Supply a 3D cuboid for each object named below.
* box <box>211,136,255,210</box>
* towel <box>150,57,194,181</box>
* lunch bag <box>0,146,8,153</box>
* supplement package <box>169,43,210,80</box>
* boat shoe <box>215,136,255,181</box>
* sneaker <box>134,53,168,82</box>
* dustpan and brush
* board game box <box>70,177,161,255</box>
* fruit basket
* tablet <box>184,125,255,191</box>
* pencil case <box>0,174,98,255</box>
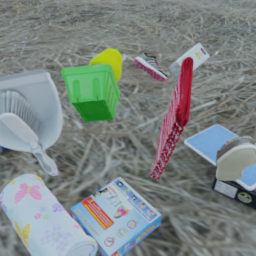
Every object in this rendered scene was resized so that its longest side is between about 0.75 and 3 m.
[{"bbox_3d":[4.430,1.582,8.667,2.966,0.728,2.391,22,45,25],"label":"box"},{"bbox_3d":[0.930,-0.134,6.157,0.273,2.432,1.759,14,52,1],"label":"towel"},{"bbox_3d":[-4.885,-0.011,10.052,1.454,1.493,2.198,-28,48,-29],"label":"lunch bag"},{"bbox_3d":[1.886,-2.047,8.726,0.969,0.537,0.755,-41,6,-10],"label":"supplement package"},{"bbox_3d":[2.509,0.656,6.680,0.844,2.350,0.699,-1,65,11],"label":"boat shoe"},{"bbox_3d":[1.021,-2.473,11.176,1.574,0.581,0.689,37,73,13],"label":"sneaker"},{"bbox_3d":[-2.158,0.166,6.217,2.026,2.902,0.831,-10,56,6],"label":"dustpan and brush"},{"bbox_3d":[-0.345,2.459,7.736,1.772,0.506,1.810,-28,46,-30],"label":"board game box"},{"bbox_3d":[-0.857,-1.302,7.663,1.474,2.044,2.044,-5,38,4],"label":"fruit basket"},{"bbox_3d":[3.288,0.817,8.947,1.724,0.181,2.650,-23,41,-26],"label":"tablet"},{"bbox_3d":[-2.098,2.432,7.194,1.354,1.241,2.986,-18,40,-43],"label":"pencil case"}]
